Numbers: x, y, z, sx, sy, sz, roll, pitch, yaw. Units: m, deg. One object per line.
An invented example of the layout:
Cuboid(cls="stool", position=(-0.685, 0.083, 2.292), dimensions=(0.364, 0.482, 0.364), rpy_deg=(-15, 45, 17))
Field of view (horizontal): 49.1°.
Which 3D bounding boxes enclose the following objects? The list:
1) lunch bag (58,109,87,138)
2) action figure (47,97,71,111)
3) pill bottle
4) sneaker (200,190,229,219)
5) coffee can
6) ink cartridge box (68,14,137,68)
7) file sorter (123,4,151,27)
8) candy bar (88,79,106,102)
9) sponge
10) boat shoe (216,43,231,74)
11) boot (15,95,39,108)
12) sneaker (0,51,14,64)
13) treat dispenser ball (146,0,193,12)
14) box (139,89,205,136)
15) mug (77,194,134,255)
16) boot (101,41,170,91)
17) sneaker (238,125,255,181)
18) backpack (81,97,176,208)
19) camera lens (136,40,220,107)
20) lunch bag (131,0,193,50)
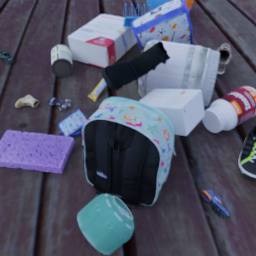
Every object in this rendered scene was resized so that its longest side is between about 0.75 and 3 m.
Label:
Cuboid(cls="lunch bag", position=(-1.965, -0.070, 9.910), dimensions=(1.018, 0.479, 0.767), rpy_deg=(-30, 54, -15))
Cuboid(cls="action figure", position=(-2.626, -0.948, 10.850), dimensions=(0.954, 0.331, 0.621), rpy_deg=(15, 40, 10))
Cuboid(cls="pill bottle", position=(3.652, -0.610, 9.909), dimensions=(2.026, 1.145, 1.145), rpy_deg=(-27, 51, -23))
Cuboid(cls="sneaker", position=(2.473, 2.077, 7.782), dimensions=(0.383, 0.368, 0.977), rpy_deg=(-19, 50, -25))
Cuboid(cls="coffee can", position=(-2.949, -2.972, 12.430), dimensions=(0.912, 0.912, 1.246), rpy_deg=(-8, 45, -8))
Cuboid(cls="ink cartridge box", position=(-1.124, -4.215, 13.423), dimensions=(2.149, 1.247, 2.912), rpy_deg=(20, 47, 22))
Cuboid(cls="file sorter", position=(0.407, -5.089, 12.648), dimensions=(1.230, 0.854, 0.755), rpy_deg=(-3, 85, -7))
Cuboid(cls="candy bar", position=(-1.135, -1.653, 11.443), dimensions=(0.357, 0.159, 1.433), rpy_deg=(36, 62, -6))
Cuboid(cls="sponge", position=(-3.082, 0.752, 9.105), dimensions=(2.376, 0.354, 1.325), rpy_deg=(6, 45, 6))
Cuboid(cls="boat shoe", position=(4.207, -3.183, 12.328), dimensions=(0.696, 0.576, 1.937), rpy_deg=(22, 55, 10))
Cuboid(cls="boot", position=(-3.906, -0.935, 10.858), dimensions=(0.598, 0.280, 0.769), rpy_deg=(28, 48, 25))
Cuboid(cls="sneaker", position=(-5.829, -3.451, 13.236), dimensions=(1.223, 0.485, 0.461), rpy_deg=(31, 54, 29))
Cuboid(cls="treat dispenser ball", position=(2.329, -7.278, 15.604), dimensions=(2.638, 2.638, 2.638), rpy_deg=(0, 45, 0))
Cuboid(cls="box", position=(1.242, -0.523, 8.431), dimensions=(1.657, 0.881, 1.262), rpy_deg=(9, 35, 39))
Cuboid(cls="mug", position=(-0.415, 2.183, 6.661), dimensions=(0.912, 1.474, 1.211), rpy_deg=(-42, 72, 3))
Cuboid(cls="boot", position=(0.303, -1.893, 8.442), dimensions=(1.727, 0.780, 2.107), rpy_deg=(-27, 2, 23))
Cuboid(cls="sneaker", position=(3.998, 0.630, 8.834), dimensions=(0.774, 0.894, 2.160), rpy_deg=(14, 46, 13))
Cuboid(cls="backpack", position=(0.036, 0.514, 7.621), dimensions=(2.453, 2.764, 2.081), rpy_deg=(17, 48, 18))
Cuboid(cls="camera lens", position=(1.797, -2.024, 10.529), dimensions=(2.782, 2.225, 2.225), rpy_deg=(11, 46, 12))
Cuboid(cls="lunch bag", position=(1.437, -4.165, 11.774), dimensions=(2.301, 2.706, 1.676), rpy_deg=(-21, 88, 13))
